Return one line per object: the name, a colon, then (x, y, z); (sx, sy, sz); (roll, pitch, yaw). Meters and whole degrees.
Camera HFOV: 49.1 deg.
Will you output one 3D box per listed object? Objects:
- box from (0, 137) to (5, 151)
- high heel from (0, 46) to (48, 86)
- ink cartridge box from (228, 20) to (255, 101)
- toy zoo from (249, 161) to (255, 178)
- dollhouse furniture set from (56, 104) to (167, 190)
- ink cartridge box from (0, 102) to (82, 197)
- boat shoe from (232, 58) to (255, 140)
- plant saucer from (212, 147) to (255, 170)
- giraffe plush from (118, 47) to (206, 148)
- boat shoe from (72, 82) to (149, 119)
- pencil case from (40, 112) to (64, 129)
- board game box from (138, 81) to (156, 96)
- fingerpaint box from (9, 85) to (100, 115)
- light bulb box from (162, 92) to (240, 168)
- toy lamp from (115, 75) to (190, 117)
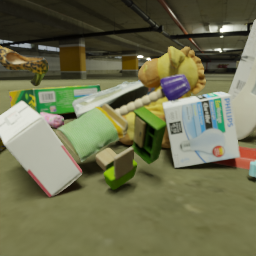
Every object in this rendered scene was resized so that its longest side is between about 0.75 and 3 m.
box: (-3.066, 0.287, 6.017); (0.559, 0.513, 1.595); (1, 13, -2)
high heel: (-3.885, -2.613, 10.170); (1.537, 2.156, 0.770); (-38, 18, 51)
ink cartridge box: (4.303, -1.584, 8.165); (1.964, 2.713, 1.144); (28, 35, 29)
toy zoo: (3.420, 0.792, 4.181); (2.995, 0.306, 1.965); (3, 13, 14)
dollhouse furniture set: (-0.365, 0.011, 4.498); (1.057, 0.810, 1.614); (-29, 52, -29)
ink cartridge box: (-1.466, 0.267, 4.440); (0.615, 1.089, 1.486); (-39, 29, -16)
boat shoe: (3.184, -0.822, 6.785); (0.860, 2.510, 0.904); (-6, 31, -32)
plant saucer: (2.242, 0.558, 5.606); (0.984, 0.181, 0.982); (9, 15, 34)
giraffe plush: (1.022, -0.863, 7.130); (2.799, 2.270, 2.415); (0, 10, -2)
boat shoe: (-0.532, -0.943, 8.827); (2.453, 0.787, 0.904); (-25, -29, -5)
pencil case: (-2.428, -0.244, 8.753); (0.987, 0.432, 0.432); (12, 17, 41)
board game box: (1.364, -1.444, 10.568); (2.179, 1.648, 0.399); (-8, 51, -20)
fingerpaint box: (-2.770, -1.049, 10.776); (2.703, 0.992, 2.255); (-12, 11, -41)
light bulb box: (1.335, 0.016, 5.254); (1.185, 1.175, 0.740); (-11, 12, 8)
toy lamp: (0.347, -0.542, 5.902); (1.949, 0.567, 0.567); (-26, 2, 22)
